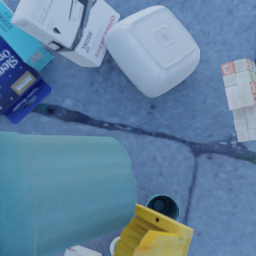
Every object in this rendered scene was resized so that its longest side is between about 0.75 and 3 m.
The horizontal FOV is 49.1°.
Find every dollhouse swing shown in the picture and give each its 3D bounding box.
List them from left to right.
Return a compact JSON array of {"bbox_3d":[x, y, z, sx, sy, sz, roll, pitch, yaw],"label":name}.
[{"bbox_3d":[-0.137,3.005,5.845,2.349,2.428,2.672,31,76,-42],"label":"dollhouse swing"}]

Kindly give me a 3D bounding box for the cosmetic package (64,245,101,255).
[{"bbox_3d":[-1.615,4.659,8.239,1.074,0.782,2.113,20,85,1],"label":"cosmetic package"}]

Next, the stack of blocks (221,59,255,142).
[{"bbox_3d":[2.909,-0.662,6.967,0.565,1.111,1.930,-10,91,34],"label":"stack of blocks"}]

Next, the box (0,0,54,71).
[{"bbox_3d":[-3.623,-3.114,8.500,0.717,1.200,2.917,-43,87,0],"label":"box"}]

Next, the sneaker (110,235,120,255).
[{"bbox_3d":[-0.098,4.105,8.168,0.672,0.775,1.748,-9,87,-27],"label":"sneaker"}]

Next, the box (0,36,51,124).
[{"bbox_3d":[-3.955,-1.658,8.665,1.716,0.459,2.833,-44,94,-2],"label":"box"}]

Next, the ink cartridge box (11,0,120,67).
[{"bbox_3d":[-1.636,-3.059,7.852,2.456,1.034,1.776,26,83,-42],"label":"ink cartridge box"}]

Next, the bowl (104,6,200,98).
[{"bbox_3d":[0.856,-2.412,8.133,2.463,0.921,2.466,-36,86,-29],"label":"bowl"}]

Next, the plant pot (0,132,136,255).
[{"bbox_3d":[-1.513,1.322,5.799,2.775,2.833,2.833,-3,86,-31],"label":"plant pot"}]

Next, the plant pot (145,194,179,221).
[{"bbox_3d":[0.950,2.377,8.301,0.969,0.911,0.969,0,87,0],"label":"plant pot"}]
